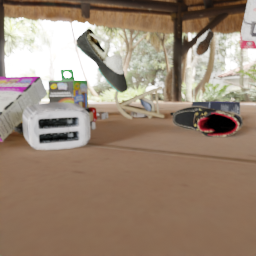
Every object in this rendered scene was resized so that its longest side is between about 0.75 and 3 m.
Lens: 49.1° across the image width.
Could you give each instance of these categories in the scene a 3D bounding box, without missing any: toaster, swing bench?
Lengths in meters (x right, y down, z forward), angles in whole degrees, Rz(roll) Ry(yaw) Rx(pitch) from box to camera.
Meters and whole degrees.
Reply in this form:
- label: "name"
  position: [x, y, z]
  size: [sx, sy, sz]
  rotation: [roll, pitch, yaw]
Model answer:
- label: "toaster"
  position: [-1.853, -0.054, 7.053]
  size: [1.954, 1.110, 1.262]
  rotation: [-3, 9, -24]
- label: "swing bench"
  position: [0.552, -1.436, 16.506]
  size: [2.710, 1.758, 2.695]
  rotation: [-5, 7, -1]

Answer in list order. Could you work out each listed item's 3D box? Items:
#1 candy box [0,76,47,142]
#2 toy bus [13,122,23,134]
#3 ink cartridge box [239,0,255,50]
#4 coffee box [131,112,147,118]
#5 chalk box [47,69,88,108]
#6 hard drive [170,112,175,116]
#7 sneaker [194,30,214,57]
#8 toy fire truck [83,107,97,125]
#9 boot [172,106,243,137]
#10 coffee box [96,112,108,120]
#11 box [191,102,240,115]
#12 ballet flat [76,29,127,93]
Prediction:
- label: "candy box"
  position: [-3.968, -0.685, 8.789]
  size: [1.732, 0.775, 2.541]
  rotation: [3, 39, 21]
- label: "toy bus"
  position: [-3.441, -0.397, 9.770]
  size: [1.210, 1.162, 0.821]
  rotation: [-4, 9, -17]
- label: "ink cartridge box"
  position: [4.486, -3.471, 9.376]
  size: [1.151, 1.585, 0.661]
  rotation: [6, 46, 13]
- label: "coffee box"
  position: [0.636, -0.770, 16.382]
  size: [0.844, 0.337, 0.477]
  rotation: [3, 7, 23]
- label: "chalk box"
  position: [-3.403, -1.957, 16.054]
  size: [1.722, 2.759, 1.710]
  rotation: [2, 7, 19]
- label: "hard drive"
  position: [3.490, -0.926, 18.252]
  size: [0.899, 0.212, 1.289]
  rotation: [7, 9, 44]
- label: "sneaker"
  position: [3.535, -3.941, 13.487]
  size: [0.604, 1.659, 0.702]
  rotation: [42, -25, -13]
- label: "toy fire truck"
  position: [-1.924, -0.523, 12.472]
  size: [1.411, 1.031, 1.603]
  rotation: [3, 17, 25]
- label: "boot"
  position: [2.608, -0.226, 9.568]
  size: [2.491, 0.912, 1.876]
  rotation: [9, 9, 20]
- label: "coffee box"
  position: [-1.533, -0.686, 15.453]
  size: [0.556, 0.388, 0.972]
  rotation: [2, 7, 14]
- label: "box"
  position: [4.278, -0.794, 13.779]
  size: [1.898, 0.990, 1.405]
  rotation: [-2, 8, -24]
- label: "ballet flat"
  position: [-0.855, -2.534, 10.263]
  size: [0.949, 2.774, 0.943]
  rotation: [-46, -5, 33]
